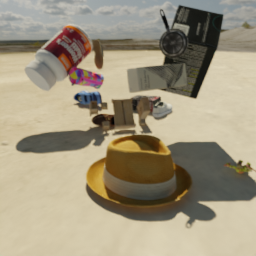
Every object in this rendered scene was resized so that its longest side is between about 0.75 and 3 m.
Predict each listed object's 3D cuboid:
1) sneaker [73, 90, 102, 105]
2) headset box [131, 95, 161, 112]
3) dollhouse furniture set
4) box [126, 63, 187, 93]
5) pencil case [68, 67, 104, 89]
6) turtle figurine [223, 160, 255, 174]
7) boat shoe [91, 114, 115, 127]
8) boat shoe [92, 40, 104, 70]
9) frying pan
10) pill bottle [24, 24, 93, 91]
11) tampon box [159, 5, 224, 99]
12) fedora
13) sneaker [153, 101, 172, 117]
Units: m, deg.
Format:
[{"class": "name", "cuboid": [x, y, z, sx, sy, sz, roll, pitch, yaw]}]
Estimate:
[{"class": "sneaker", "cuboid": [-2.111, -1.538, 14.672, 0.825, 0.742, 2.006, -17, 18, -38]}, {"class": "headset box", "cuboid": [0.888, -1.234, 13.908, 1.483, 0.573, 1.104, 7, 21, 25]}, {"class": "dollhouse furniture set", "cuboid": [-0.348, -0.458, 11.511, 2.387, 1.237, 1.057, -4, -19, -11]}, {"class": "box", "cuboid": [0.889, -1.518, 8.483, 1.801, 0.740, 0.616, -13, 10, -29]}, {"class": "pencil case", "cuboid": [-1.676, -1.996, 11.417, 0.760, 0.760, 1.720, 10, 8, 27]}, {"class": "turtle figurine", "cuboid": [3.208, 1.132, 7.875, 0.901, 0.290, 0.727, 5, 11, 37]}, {"class": "boat shoe", "cuboid": [-0.746, -0.315, 11.520, 1.474, 0.519, 0.518, -5, 18, -15]}, {"class": "boat shoe", "cuboid": [-1.208, -3.074, 11.750, 0.435, 1.209, 0.392, -3, 17, 21]}, {"class": "frying pan", "cuboid": [1.299, -2.705, 8.026, 0.841, 1.391, 0.226, 3, 14, 15]}, {"class": "pill bottle", "cuboid": [-2.823, -2.877, 11.515, 1.503, 1.503, 2.744, 16, 59, 37]}, {"class": "tampon box", "cuboid": [2.114, -2.608, 9.908, 1.554, 2.461, 1.845, 16, 57, 6]}, {"class": "fedora", "cuboid": [0.277, 0.897, 7.254, 2.839, 1.158, 2.839, 1, 20, 0]}, {"class": "sneaker", "cuboid": [1.676, -0.983, 13.267, 0.603, 0.585, 1.652, 10, 22, 26]}]
